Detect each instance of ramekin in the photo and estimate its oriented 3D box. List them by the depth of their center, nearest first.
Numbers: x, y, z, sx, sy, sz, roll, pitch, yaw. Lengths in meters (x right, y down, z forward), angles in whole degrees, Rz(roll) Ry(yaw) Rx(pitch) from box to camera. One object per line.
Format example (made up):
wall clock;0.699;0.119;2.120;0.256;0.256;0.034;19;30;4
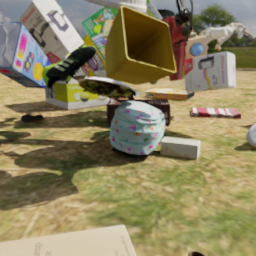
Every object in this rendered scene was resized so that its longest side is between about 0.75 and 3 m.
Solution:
ramekin;-0.267;-2.991;6.066;1.474;0.686;1.474;10;25;-5

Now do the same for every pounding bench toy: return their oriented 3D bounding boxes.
pounding bench toy;1.775;-2.901;11.403;2.435;1.512;1.899;-13;34;0

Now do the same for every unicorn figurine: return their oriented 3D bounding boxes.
unicorn figurine;3.893;-3.866;11.769;2.201;0.813;1.512;23;66;30

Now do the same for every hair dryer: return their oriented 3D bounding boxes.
hair dryer;1.051;-2.137;6.542;0.676;2.488;1.895;-4;48;7

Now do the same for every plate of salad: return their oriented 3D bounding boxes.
plate of salad;-0.550;-1.016;7.744;1.750;0.420;1.750;11;-4;1

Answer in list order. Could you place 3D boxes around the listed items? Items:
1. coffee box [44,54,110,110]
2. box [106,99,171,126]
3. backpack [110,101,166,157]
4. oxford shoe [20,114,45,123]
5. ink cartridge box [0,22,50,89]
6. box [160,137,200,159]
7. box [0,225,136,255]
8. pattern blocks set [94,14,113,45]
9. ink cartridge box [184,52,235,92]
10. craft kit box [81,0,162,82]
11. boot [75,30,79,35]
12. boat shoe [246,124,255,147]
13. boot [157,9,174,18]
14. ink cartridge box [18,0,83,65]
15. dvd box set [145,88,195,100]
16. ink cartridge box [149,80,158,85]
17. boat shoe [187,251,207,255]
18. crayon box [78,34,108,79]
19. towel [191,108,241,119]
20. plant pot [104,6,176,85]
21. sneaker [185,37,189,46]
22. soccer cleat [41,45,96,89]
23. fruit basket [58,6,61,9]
coffee box;-2.714;-2.608;14.960;2.681;2.655;2.685;-12;20;-37
box;0.414;-0.651;11.280;2.467;0.925;1.235;-1;16;3
backpack;0.213;-0.022;8.125;1.810;1.373;2.169;5;18;10
oxford shoe;-3.875;-0.342;11.391;0.997;0.356;0.355;1;-13;7
ink cartridge box;-3.754;-2.535;10.467;0.959;1.713;2.511;7;-9;14
box;1.461;0.551;7.840;1.036;0.403;0.492;7;17;22
box;-0.852;1.715;3.028;1.871;0.727;0.888;-4;16;-15
pattern blocks set;-0.423;-2.740;7.784;1.069;1.216;0.099;8;-27;14
ink cartridge box;2.785;-1.890;9.674;1.596;1.178;0.684;-2;2;42
craft kit box;0.016;-2.980;8.859;2.206;2.233;0.542;-34;-7;-2
boot;-2.347;-3.667;11.742;0.357;0.990;0.748;25;8;-9
boat shoe;4.547;0.167;8.813;2.326;0.855;0.777;-13;-13;-20
boot;1.012;-3.770;12.072;2.796;2.291;1.035;16;53;39
ink cartridge box;-2.328;-2.925;8.424;1.215;1.679;0.708;-11;31;50
dvd box set;2.640;-2.120;17.471;2.623;0.386;1.919;8;17;27
ink cartridge box;0.897;-2.206;11.040;0.324;0.632;0.854;-2;47;-51
boat shoe;1.247;1.819;2.991;1.507;0.558;0.557;12;19;36
crayon box;-1.074;-2.755;11.177;1.798;2.084;0.607;-32;5;38
towel;3.959;-0.727;12.779;2.097;0.239;1.511;3;15;10
plant pot;0.128;-1.588;5.995;1.240;1.240;1.094;7;-22;-33
sneaker;1.440;-2.719;9.645;0.665;1.702;0.768;2;35;-36
soccer cleat;-1.988;-2.064;9.657;2.184;0.885;0.737;-25;-20;15
fruit basket;-3.183;-4.346;11.113;0.906;1.256;1.256;24;24;22
